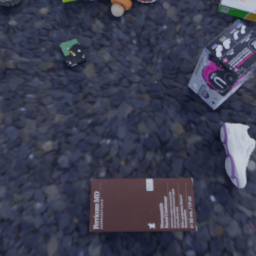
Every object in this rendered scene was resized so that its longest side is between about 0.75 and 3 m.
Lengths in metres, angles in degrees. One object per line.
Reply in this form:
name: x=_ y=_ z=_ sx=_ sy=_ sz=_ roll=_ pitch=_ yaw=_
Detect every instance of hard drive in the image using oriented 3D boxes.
hard drive: x=-1.786 y=-2.427 z=9.082 sx=0.629 sy=0.170 sz=0.900 roll=-24 pitch=73 yaw=-8

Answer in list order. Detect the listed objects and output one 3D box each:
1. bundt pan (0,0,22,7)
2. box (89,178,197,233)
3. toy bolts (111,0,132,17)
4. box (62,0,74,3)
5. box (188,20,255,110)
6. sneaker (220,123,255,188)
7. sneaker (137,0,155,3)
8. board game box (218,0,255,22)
bundt pan: x=-4.146 y=-4.697 z=9.708 sx=1.196 sy=0.449 sz=1.196 roll=0 pitch=71 yaw=-1
box: x=0.350 y=1.977 z=7.185 sx=2.592 sy=0.971 sz=1.298 roll=-2 pitch=72 yaw=1
toy bolts: x=-0.610 y=-4.480 z=8.967 sx=1.631 sy=1.558 sz=1.131 roll=25 pitch=89 yaw=-2
box: x=-1.316 y=-5.346 z=9.849 sx=2.317 sy=0.552 sz=1.413 roll=-12 pitch=72 yaw=-3
box: x=2.702 y=-1.630 z=7.803 sx=1.364 sy=2.064 sz=1.184 roll=-41 pitch=75 yaw=-13
sneaker: x=3.141 y=0.715 z=7.739 sx=0.918 sy=0.690 sz=1.843 roll=-1 pitch=71 yaw=0
sneaker: x=0.365 y=-4.853 z=9.670 sx=1.481 sy=0.607 sz=0.571 roll=26 pitch=72 yaw=9
board game box: x=4.017 y=-4.667 z=9.743 sx=1.361 sy=0.359 sz=1.778 roll=19 pitch=72 yaw=6
